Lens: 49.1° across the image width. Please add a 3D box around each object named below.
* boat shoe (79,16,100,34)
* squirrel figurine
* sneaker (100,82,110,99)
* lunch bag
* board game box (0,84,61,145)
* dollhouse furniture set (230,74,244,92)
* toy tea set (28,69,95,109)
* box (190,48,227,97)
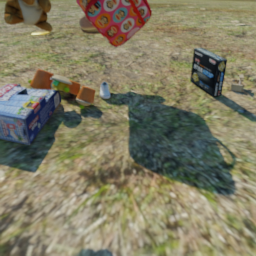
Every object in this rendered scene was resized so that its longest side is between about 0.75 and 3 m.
[{"bbox_3d":[-0.983,-4.408,11.909,2.152,0.774,0.697,-9,-6,-7],"label":"boat shoe"},{"bbox_3d":[-2.227,-3.155,6.386,1.056,1.392,1.492,2,36,-32],"label":"squirrel figurine"},{"bbox_3d":[-0.903,-1.433,10.580,0.389,0.377,1.066,-6,30,-10],"label":"sneaker"},{"bbox_3d":[-0.297,-4.447,10.123,2.404,2.729,1.118,-39,67,10],"label":"lunch bag"},{"bbox_3d":[-3.908,-0.650,8.706,2.843,0.877,2.845,3,30,4],"label":"board game box"},{"bbox_3d":[4.360,-1.864,11.232,0.419,0.491,0.947,10,31,14],"label":"dollhouse furniture set"},{"bbox_3d":[-2.408,-1.290,10.121,1.624,1.011,2.732,13,10,-46],"label":"toy tea set"},{"bbox_3d":[3.062,-2.176,10.842,0.409,1.413,1.777,-9,32,-15],"label":"box"}]
